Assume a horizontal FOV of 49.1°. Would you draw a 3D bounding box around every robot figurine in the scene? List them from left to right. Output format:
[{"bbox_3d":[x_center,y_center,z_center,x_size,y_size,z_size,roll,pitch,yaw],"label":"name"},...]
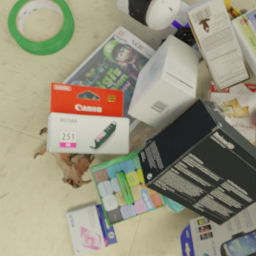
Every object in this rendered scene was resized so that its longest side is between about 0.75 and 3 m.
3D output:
[{"bbox_3d":[0.434,-3.198,6.923,1.754,1.094,1.317,37,51,14],"label":"robot figurine"}]

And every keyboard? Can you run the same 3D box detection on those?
[{"bbox_3d":[1.289,-2.172,7.394,0.983,1.637,0.210,-1,79,-11],"label":"keyboard"}]

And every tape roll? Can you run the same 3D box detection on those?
[{"bbox_3d":[-2.854,-3.447,9.277,2.090,0.502,2.090,0,78,0],"label":"tape roll"}]

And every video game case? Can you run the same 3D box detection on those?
[{"bbox_3d":[-0.184,-1.408,8.178,2.433,0.313,2.677,39,78,12],"label":"video game case"},{"bbox_3d":[3.939,-1.919,6.928,2.333,0.283,2.562,-31,91,-17],"label":"video game case"}]

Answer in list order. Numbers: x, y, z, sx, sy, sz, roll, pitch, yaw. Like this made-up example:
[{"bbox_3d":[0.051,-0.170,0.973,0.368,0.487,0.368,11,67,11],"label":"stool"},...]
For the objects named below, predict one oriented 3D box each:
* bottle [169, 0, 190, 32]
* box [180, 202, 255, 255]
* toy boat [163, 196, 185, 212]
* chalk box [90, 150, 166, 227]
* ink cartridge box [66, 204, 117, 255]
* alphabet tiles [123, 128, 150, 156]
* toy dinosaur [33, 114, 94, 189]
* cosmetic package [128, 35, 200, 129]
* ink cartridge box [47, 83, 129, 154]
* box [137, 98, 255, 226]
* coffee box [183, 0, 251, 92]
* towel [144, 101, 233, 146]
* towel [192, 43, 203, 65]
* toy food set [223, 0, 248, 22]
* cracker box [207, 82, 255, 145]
[{"bbox_3d":[1.186,-3.495,8.137,2.357,0.984,0.769,45,118,14],"label":"bottle"},{"bbox_3d":[2.670,2.782,6.735,2.798,1.666,0.580,-23,123,20],"label":"box"},{"bbox_3d":[1.576,1.627,7.966,1.535,0.713,1.291,-43,120,-17],"label":"toy boat"},{"bbox_3d":[-0.006,1.517,7.286,1.494,2.413,1.501,-18,80,-4],"label":"chalk box"},{"bbox_3d":[-1.061,2.917,8.118,1.247,0.270,1.224,-16,79,-2],"label":"ink cartridge box"},{"bbox_3d":[0.235,0.413,8.134,0.082,1.123,1.098,40,98,12],"label":"alphabet tiles"},{"bbox_3d":[-1.587,0.391,8.251,1.831,1.160,2.702,23,66,-4],"label":"toy dinosaur"},{"bbox_3d":[0.859,-1.080,6.794,0.943,1.530,1.535,27,53,-14],"label":"cosmetic package"},{"bbox_3d":[-0.867,-0.209,6.389,1.823,0.397,1.582,3,83,-23],"label":"ink cartridge box"},{"bbox_3d":[1.831,0.885,6.166,2.658,1.048,1.876,33,117,-30],"label":"box"},{"bbox_3d":[1.921,-1.856,6.134,0.727,1.042,1.823,-23,111,18],"label":"coffee box"},{"bbox_3d":[1.628,0.205,7.498,2.189,1.812,0.937,-39,74,17],"label":"towel"},{"bbox_3d":[2.223,-2.616,8.332,0.283,1.636,1.575,31,40,-23],"label":"towel"},{"bbox_3d":[2.929,-3.513,7.813,2.519,1.808,0.761,44,124,-3],"label":"toy food set"},{"bbox_3d":[3.084,-0.328,8.457,1.365,0.588,2.038,5,84,6],"label":"cracker box"}]
